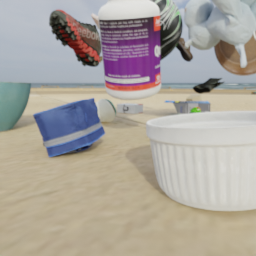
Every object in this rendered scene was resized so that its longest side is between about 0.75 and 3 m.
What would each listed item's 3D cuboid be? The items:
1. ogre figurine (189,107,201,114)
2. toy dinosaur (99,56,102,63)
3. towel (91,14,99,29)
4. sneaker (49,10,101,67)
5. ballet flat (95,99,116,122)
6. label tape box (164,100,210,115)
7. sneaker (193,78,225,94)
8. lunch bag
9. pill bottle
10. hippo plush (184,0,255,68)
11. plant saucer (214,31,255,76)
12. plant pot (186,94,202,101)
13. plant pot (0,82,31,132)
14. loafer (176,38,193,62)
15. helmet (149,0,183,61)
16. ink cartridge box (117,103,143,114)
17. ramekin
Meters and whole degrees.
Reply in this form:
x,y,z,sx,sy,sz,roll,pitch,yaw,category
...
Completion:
x,y,z,sx,sy,sz,roll,pitch,yaw,category
1.642,-0.013,7.360,1.743,0.855,1.045,-12,18,37,ogre figurine
-0.492,-3.018,11.747,0.909,0.523,1.799,18,25,31,toy dinosaur
-1.011,-4.450,12.300,1.148,0.185,1.096,31,-2,12,towel
-1.729,-3.301,9.813,0.926,1.280,2.621,9,-18,30,sneaker
-1.243,-0.585,11.236,0.971,0.971,2.795,-3,5,-19,ballet flat
2.903,-0.980,13.916,2.158,0.683,1.556,2,9,12,label tape box
2.559,-1.373,8.984,0.526,0.303,1.008,-45,21,-13,sneaker
-1.209,0.006,6.229,1.111,1.082,1.635,-15,6,13,lunch bag
0.058,-2.131,7.007,1.497,2.662,1.497,-3,25,1,pill bottle
2.540,-2.835,7.421,1.863,2.338,1.880,-28,13,-26,hippo plush
3.762,-2.870,8.712,2.462,2.462,0.450,-1,28,-9,plant saucer
4.426,-1.782,19.007,0.765,0.863,0.864,-19,17,-28,plant pot
-4.373,-0.717,9.073,2.347,1.581,2.347,2,8,0,plant pot
2.317,-3.240,11.324,0.488,1.376,0.503,-19,-32,-5,loafer
0.621,-3.100,8.710,2.268,2.162,2.268,43,3,-3,helmet
0.098,-1.040,14.989,1.158,0.483,0.841,6,11,36,ink cartridge box
1.216,0.349,3.774,1.894,0.994,1.894,-5,7,1,ramekin
